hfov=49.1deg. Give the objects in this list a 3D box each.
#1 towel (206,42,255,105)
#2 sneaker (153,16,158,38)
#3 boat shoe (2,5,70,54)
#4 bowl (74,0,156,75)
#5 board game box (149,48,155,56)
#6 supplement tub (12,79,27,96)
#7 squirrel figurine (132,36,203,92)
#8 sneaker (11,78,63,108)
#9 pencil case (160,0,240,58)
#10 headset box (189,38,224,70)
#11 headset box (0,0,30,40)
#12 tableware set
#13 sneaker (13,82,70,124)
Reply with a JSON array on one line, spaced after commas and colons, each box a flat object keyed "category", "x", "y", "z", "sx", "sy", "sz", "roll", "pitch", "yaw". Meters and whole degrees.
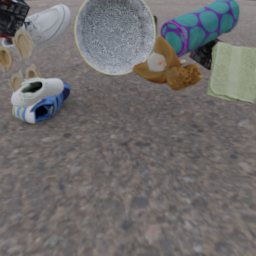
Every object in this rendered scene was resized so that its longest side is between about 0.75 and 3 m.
[{"category": "towel", "x": 3.142, "y": -1.652, "z": 8.278, "sx": 1.448, "sy": 0.356, "sz": 1.952, "roll": 12, "pitch": 68, "yaw": 7}, {"category": "sneaker", "x": 1.109, "y": -4.913, "z": 13.670, "sx": 0.575, "sy": 1.083, "sz": 0.405, "roll": -5, "pitch": 13, "yaw": -30}, {"category": "boat shoe", "x": -3.377, "y": -3.519, "z": 10.127, "sx": 2.919, "sy": 1.074, "sz": 0.954, "roll": -27, "pitch": -13, "yaw": 27}, {"category": "bowl", "x": -0.569, "y": -3.575, "z": 10.656, "sx": 2.973, "sy": 2.973, "sz": 1.395, "roll": -7, "pitch": 18, "yaw": -11}, {"category": "board game box", "x": 1.564, "y": -2.950, "z": 10.585, "sx": 1.451, "sy": 0.448, "sz": 1.450, "roll": -42, "pitch": 28, "yaw": -18}, {"category": "supplement tub", "x": -4.511, "y": -1.485, "z": 12.252, "sx": 0.935, "sy": 0.935, "sz": 1.286, "roll": -5, "pitch": 31, "yaw": -8}, {"category": "squirrel figurine", "x": 1.148, "y": -1.497, "z": 7.381, "sx": 1.534, "sy": 1.086, "sz": 1.432, "roll": 41, "pitch": 18, "yaw": 18}, {"category": "sneaker", "x": -2.656, "y": -0.947, "z": 7.369, "sx": 1.663, "sy": 0.613, "sz": 0.961, "roll": -18, "pitch": -1, "yaw": 21}, {"category": "pencil case", "x": 2.388, "y": -3.343, "z": 9.284, "sx": 2.840, "sy": 1.208, "sz": 1.312, "roll": -31, "pitch": 18, "yaw": -26}, {"category": "headset box", "x": 2.825, "y": -2.805, "z": 10.132, "sx": 0.504, "sy": 0.972, "sz": 1.306, "roll": -8, "pitch": 40, "yaw": -29}, {"category": "headset box", "x": -3.858, "y": -3.412, "z": 8.766, "sx": 0.531, "sy": 1.375, "sz": 1.023, "roll": 48, "pitch": 29, "yaw": 22}, {"category": "tableware set", "x": -3.346, "y": -1.884, "z": 8.636, "sx": 2.149, "sy": 1.795, "sz": 0.249, "roll": -15, "pitch": 10, "yaw": 40}, {"category": "sneaker", "x": -3.265, "y": -0.979, "z": 11.473, "sx": 1.126, "sy": 1.012, "sz": 2.737, "roll": 25, "pitch": 45, "yaw": 27}]
